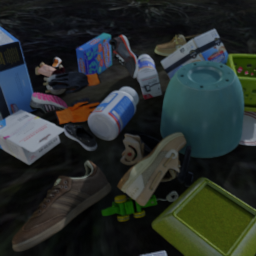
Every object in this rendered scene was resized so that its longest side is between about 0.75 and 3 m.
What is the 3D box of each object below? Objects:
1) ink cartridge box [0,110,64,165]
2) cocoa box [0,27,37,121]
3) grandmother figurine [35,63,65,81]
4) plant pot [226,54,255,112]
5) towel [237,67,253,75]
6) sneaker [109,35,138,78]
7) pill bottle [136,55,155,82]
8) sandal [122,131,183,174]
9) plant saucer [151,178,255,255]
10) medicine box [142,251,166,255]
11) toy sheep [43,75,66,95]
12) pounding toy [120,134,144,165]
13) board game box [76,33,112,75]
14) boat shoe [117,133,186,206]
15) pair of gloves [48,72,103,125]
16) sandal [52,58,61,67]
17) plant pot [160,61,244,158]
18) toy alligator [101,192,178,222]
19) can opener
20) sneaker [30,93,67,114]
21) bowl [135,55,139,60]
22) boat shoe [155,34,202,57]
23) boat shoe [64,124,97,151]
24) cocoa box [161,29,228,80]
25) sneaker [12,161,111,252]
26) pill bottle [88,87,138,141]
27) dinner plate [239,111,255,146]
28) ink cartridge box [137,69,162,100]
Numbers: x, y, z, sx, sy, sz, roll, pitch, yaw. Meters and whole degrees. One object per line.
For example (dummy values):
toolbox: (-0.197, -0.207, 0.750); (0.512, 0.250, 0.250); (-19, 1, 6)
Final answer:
ink cartridge box: (-3.284, 0.334, 9.283); (2.370, 0.804, 1.365); (21, 44, 32)
cocoa box: (-4.923, -1.909, 10.431); (1.921, 2.927, 1.952); (-28, 46, -29)
grandmother figurine: (-3.412, -2.514, 13.079); (1.857, 0.562, 1.126); (26, 71, 23)
plant pot: (4.654, -1.641, 10.715); (1.808, 1.649, 1.817); (5, 42, 7)
towel: (5.732, -1.754, 12.314); (2.005, 0.312, 2.773); (15, 44, 14)
sneaker: (-0.263, -3.058, 12.321); (0.906, 0.852, 2.211); (-15, 66, -19)
pill bottle: (0.797, -2.762, 13.045); (0.899, 0.899, 1.605); (-1, 40, -1)
sandal: (0.823, 0.653, 9.292); (2.388, 0.511, 0.908); (31, 49, 31)
plant saucer: (2.195, 2.367, 7.196); (2.332, 0.559, 2.335); (-32, 49, -33)
medicine box: (0.377, 3.427, 5.895); (1.152, 0.651, 1.265); (-7, 41, -8)
toy sheep: (-3.072, -1.827, 11.924); (0.930, 0.930, 1.349); (-2, 22, -2)
pounding toy: (0.114, 0.681, 8.794); (0.707, 1.237, 0.710); (-6, 34, 13)
board game box: (-1.534, -3.302, 13.155); (0.470, 1.589, 2.089); (21, 45, 23)
boat shoe: (0.938, 1.119, 7.956); (0.960, 1.061, 2.976); (41, 46, 16)
pair of gloves: (-1.965, -1.262, 11.059); (2.097, 0.291, 2.353); (-11, 66, -16)
sandal: (-3.657, -3.389, 14.280); (0.343, 0.257, 0.896); (1, 40, 1)
plant pot: (2.503, -0.828, 9.463); (2.886, 2.316, 2.886); (-4, 40, 4)
toy alligator: (0.296, 2.045, 7.648); (2.109, 0.625, 0.572); (-10, 1, -12)
can opener: (1.688, 1.108, 8.197); (0.479, 1.217, 0.386); (6, 9, 3)
sneaker: (-3.115, -0.862, 10.862); (1.594, 0.697, 0.588); (11, 36, -49)
bowl: (0.210, -3.618, 14.633); (0.795, 0.156, 0.795); (0, 41, 0)
boat shoe: (2.825, -4.531, 15.084); (2.879, 0.956, 1.065); (-11, 41, -13)
boat shoe: (-1.697, 0.186, 9.775); (0.580, 0.550, 1.660); (-25, 45, -33)
cocoa box: (2.798, -2.814, 11.839); (1.491, 2.235, 1.467); (-31, 94, -32)
sneaker: (-1.758, 1.882, 7.156); (2.910, 1.025, 1.099); (-28, 86, -44)
pill bottle: (-0.434, -0.610, 10.266); (1.202, 1.202, 2.142); (18, 43, 20)
dinner plate: (4.217, -0.052, 10.326); (2.219, 0.269, 2.219); (0, 39, 0)
ink cartridge box: (0.891, -1.801, 11.544); (0.778, 1.071, 0.447); (-16, 41, 3)
